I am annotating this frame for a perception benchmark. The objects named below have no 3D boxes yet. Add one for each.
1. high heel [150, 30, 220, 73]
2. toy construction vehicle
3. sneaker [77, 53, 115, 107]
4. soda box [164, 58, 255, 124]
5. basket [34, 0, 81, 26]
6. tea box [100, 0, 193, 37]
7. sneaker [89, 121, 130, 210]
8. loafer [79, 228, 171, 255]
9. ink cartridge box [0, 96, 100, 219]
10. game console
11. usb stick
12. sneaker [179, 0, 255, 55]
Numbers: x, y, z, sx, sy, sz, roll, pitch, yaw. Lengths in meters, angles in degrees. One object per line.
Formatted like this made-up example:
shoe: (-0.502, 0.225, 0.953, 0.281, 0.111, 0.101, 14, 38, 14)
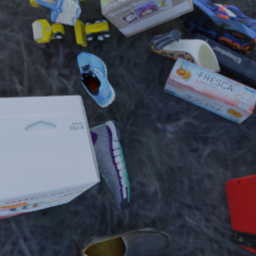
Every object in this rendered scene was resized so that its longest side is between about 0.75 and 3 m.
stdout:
high heel: (1.805, -2.359, 9.082, 2.218, 1.581, 0.792, 27, 83, -23)
toy construction vehicle: (-1.956, -3.746, 9.425, 2.491, 0.877, 2.169, -11, 87, 0)
sneaker: (-1.063, -1.598, 8.378, 0.782, 0.897, 1.995, -35, 62, 13)
soda box: (2.505, -1.123, 8.599, 2.638, 0.902, 0.839, 26, 72, 6)
basket: (-2.214, -3.852, 8.664, 1.369, 0.952, 1.207, 11, 38, -28)
tea box: (0.479, -4.556, 8.687, 2.410, 1.610, 2.371, -13, 74, 26)
sneaker: (-0.650, 1.114, 8.095, 1.136, 0.966, 2.596, -12, 66, 0)
loafer: (-0.046, 3.224, 7.478, 2.519, 0.911, 0.917, -9, 74, -6)
ink cartridge box: (-2.288, 0.797, 6.757, 2.114, 2.910, 2.104, -6, 70, -28)
game console: (3.634, 2.375, 6.828, 2.255, 2.617, 1.553, 26, 75, 4)
usb stick: (3.245, -2.200, 9.122, 2.823, 0.460, 0.783, 30, 78, 8)
sneaker: (2.968, -3.570, 9.270, 2.988, 1.125, 1.172, 32, 66, 2)
